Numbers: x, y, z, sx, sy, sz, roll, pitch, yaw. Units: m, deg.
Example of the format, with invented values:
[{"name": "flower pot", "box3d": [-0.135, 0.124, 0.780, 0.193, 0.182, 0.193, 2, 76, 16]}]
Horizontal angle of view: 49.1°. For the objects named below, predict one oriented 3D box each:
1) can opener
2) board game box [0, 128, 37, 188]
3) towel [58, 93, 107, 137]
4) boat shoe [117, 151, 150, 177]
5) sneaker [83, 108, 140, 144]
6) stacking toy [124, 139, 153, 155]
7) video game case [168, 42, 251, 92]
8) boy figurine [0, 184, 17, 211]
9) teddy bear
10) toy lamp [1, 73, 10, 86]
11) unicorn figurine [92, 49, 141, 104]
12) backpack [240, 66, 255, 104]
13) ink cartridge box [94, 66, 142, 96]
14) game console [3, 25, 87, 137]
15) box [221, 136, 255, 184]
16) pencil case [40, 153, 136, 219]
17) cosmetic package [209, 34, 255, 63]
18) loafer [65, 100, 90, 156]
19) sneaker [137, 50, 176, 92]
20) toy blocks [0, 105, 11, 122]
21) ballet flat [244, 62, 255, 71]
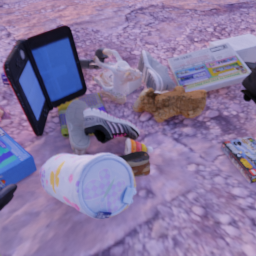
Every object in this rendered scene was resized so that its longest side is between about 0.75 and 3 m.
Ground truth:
[{"name": "can opener", "box3d": [-1.401, -2.730, 11.418, 0.673, 0.850, 2.559, -4, 10, -38]}, {"name": "board game box", "box3d": [-4.032, 1.101, 7.160, 1.978, 0.585, 2.600, 31, 47, 34]}, {"name": "towel", "box3d": [-1.545, -0.505, 9.529, 1.646, 0.261, 2.291, -8, 38, -11]}, {"name": "boat shoe", "box3d": [-0.259, 1.070, 7.094, 1.739, 0.642, 0.658, -10, 18, 20]}, {"name": "sneaker", "box3d": [-0.502, 0.120, 8.090, 1.889, 0.697, 0.826, 22, 68, -32]}, {"name": "stacking toy", "box3d": [0.322, 0.594, 7.900, 0.790, 0.577, 0.577, 1, 37, -10]}, {"name": "video game case", "box3d": [3.154, -2.374, 11.205, 2.668, 0.294, 2.428, -15, 45, 4]}, {"name": "boy figurine", "box3d": [-3.463, 0.899, 5.775, 2.313, 1.438, 0.745, 36, 41, 5]}, {"name": "teddy bear", "box3d": [1.395, -0.814, 9.635, 2.534, 0.846, 1.837, -3, 30, 8]}, {"name": "toy lamp", "box3d": [-3.785, -2.176, 11.362, 2.507, 0.730, 0.730, -14, 40, -19]}, {"name": "unicorn figurine", "box3d": [-0.362, -1.710, 9.262, 1.842, 2.681, 0.990, 37, 74, 18]}, {"name": "backpack", "box3d": [4.927, -0.912, 8.033, 1.822, 2.402, 2.878, -38, 76, -1]}, {"name": "ink cartridge box", "box3d": [-0.439, -2.002, 11.202, 1.749, 0.593, 1.015, 23, 43, 27]}, {"name": "game console", "box3d": [-2.312, -1.392, 8.510, 1.535, 2.586, 2.228, -7, 42, 4]}, {"name": "box", "box3d": [3.382, 0.842, 7.750, 0.975, 0.284, 1.425, -10, 39, -13]}, {"name": "pencil case", "box3d": [-0.945, 1.077, 5.789, 1.206, 1.105, 2.659, 12, -10, -31]}, {"name": "cosmetic package", "box3d": [5.036, -3.539, 12.926, 2.502, 0.891, 1.269, -18, 43, -21]}, {"name": "loafer", "box3d": [-1.517, 0.011, 8.349, 0.732, 0.640, 2.037, 5, 42, -16]}, {"name": "sneaker", "box3d": [1.092, -2.237, 11.420, 1.074, 0.979, 2.619, -1, 45, -19]}, {"name": "toy blocks", "box3d": [-4.300, -0.614, 8.704, 1.554, 1.846, 1.725, 28, 10, -37]}, {"name": "ballet flat", "box3d": [4.778, -2.418, 11.906, 2.285, 0.530, 0.770, -8, 35, -18]}]
